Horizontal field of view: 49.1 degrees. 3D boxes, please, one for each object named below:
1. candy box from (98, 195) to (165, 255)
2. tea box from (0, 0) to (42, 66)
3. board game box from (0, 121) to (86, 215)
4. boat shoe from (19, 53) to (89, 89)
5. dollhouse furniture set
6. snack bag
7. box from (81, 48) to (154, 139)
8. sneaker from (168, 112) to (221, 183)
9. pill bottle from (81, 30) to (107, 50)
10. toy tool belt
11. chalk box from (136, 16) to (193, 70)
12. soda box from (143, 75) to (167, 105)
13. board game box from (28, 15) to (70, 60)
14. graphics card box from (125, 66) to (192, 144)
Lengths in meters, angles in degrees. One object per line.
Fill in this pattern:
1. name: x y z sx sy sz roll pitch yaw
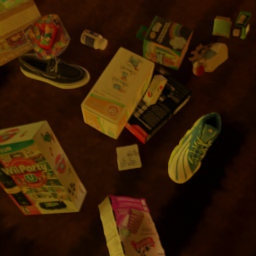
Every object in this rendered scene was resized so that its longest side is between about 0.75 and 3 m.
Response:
1. candy box: 0.116 3.246 8.509 1.563 0.699 2.291 16 38 -35
2. tea box: -4.892 -4.115 11.297 2.570 1.717 2.529 -33 47 -12
3. board game box: -2.891 1.352 8.597 2.168 2.938 0.944 -10 32 19
4. boat shoe: -3.086 -2.362 11.424 2.951 1.047 1.064 9 69 3
5. dollhouse furniture set: 4.600 -4.622 12.466 1.455 0.730 0.953 10 69 4
6. snack bag: -0.001 1.111 10.603 0.855 0.097 0.907 -10 70 -4
7. box: -0.296 -1.014 8.437 1.158 1.286 2.286 28 69 7
8. sneaker: 2.401 0.565 10.034 1.110 1.540 2.931 29 71 10
9. pill bottle: -1.475 -3.807 12.216 1.027 0.614 0.614 26 71 10
10. toy tool belt: 3.168 -2.903 11.742 1.885 1.177 1.158 -36 43 -15
11. chalk box: 1.410 -3.621 11.782 2.127 1.318 1.328 24 72 10
12. soda box: 0.881 -1.247 9.228 0.335 0.985 0.314 -15 51 -44
13. board game box: -2.927 -3.310 9.967 1.367 0.337 1.731 -30 74 7
14. graphics card box: 0.956 -0.939 11.058 1.758 0.713 2.802 42 76 15
